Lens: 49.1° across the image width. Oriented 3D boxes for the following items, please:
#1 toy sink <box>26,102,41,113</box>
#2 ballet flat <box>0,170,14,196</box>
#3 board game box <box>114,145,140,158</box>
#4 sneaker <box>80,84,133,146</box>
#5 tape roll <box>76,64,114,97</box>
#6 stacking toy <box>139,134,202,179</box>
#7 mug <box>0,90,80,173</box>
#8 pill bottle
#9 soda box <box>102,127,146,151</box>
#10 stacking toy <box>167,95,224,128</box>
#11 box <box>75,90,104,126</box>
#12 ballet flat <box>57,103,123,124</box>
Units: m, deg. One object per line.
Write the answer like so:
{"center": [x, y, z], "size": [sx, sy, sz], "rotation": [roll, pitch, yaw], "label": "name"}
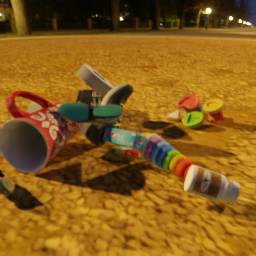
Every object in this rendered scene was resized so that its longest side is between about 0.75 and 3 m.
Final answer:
{"center": [-3.940, -0.494, 12.106], "size": [0.762, 0.655, 1.169], "rotation": [7, 48, 2], "label": "toy sink"}
{"center": [-3.819, 1.299, 7.810], "size": [1.760, 0.636, 0.597], "rotation": [20, 48, 39], "label": "ballet flat"}
{"center": [0.104, 0.756, 10.074], "size": [0.959, 0.193, 0.734], "rotation": [9, 25, 27], "label": "board game box"}
{"center": [-0.593, -0.432, 10.616], "size": [1.140, 2.695, 1.004], "rotation": [43, 7, 23], "label": "sneaker"}
{"center": [-1.429, -2.069, 12.320], "size": [1.694, 0.559, 1.694], "rotation": [39, 9, -7], "label": "tape roll"}
{"center": [1.414, 1.026, 8.680], "size": [0.960, 0.960, 2.250], "rotation": [-20, 35, -38], "label": "stacking toy"}
{"center": [-2.842, -0.123, 9.640], "size": [1.800, 2.395, 2.698], "rotation": [8, 21, 14], "label": "mug"}
{"center": [2.207, 1.530, 7.407], "size": [1.291, 0.738, 0.738], "rotation": [18, 26, 4], "label": "pill bottle"}
{"center": [-0.152, 0.353, 9.239], "size": [1.518, 0.487, 0.515], "rotation": [11, -9, 46], "label": "soda box"}
{"center": [3.096, -0.532, 12.837], "size": [1.968, 0.918, 2.174], "rotation": [-40, 36, -18], "label": "stacking toy"}
{"center": [-1.485, -1.003, 13.103], "size": [1.819, 1.017, 2.578], "rotation": [1, 23, -5], "label": "box"}
{"center": [-1.309, -0.411, 9.763], "size": [2.233, 0.803, 0.803], "rotation": [2, 24, -2], "label": "ballet flat"}
